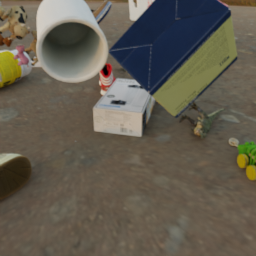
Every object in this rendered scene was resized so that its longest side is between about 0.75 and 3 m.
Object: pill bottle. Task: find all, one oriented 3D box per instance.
[{"bbox_3d":[-5.521,-2.532,12.119,1.436,1.436,2.513,15,33,24],"label":"pill bottle"}]

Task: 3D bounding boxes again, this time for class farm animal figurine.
[{"bbox_3d":[-3.088,-2.762,8.044,0.944,1.791,1.811,-22,-14,23],"label":"farm animal figurine"}]

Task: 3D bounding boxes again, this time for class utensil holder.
[{"bbox_3d":[-1.534,-2.423,7.291,1.678,1.678,1.975,-8,45,-13],"label":"utensil holder"}]

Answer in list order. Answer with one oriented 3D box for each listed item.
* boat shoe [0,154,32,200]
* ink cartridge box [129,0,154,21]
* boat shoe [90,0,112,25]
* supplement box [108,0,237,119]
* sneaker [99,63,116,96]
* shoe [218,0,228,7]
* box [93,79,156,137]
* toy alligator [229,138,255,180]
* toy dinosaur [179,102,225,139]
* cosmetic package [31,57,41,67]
[{"bbox_3d":[-3.463,1.314,5.799,0.951,1.056,2.926,11,27,32],"label":"boat shoe"},{"bbox_3d":[0.814,-3.220,7.391,1.795,1.051,0.604,-4,3,-14],"label":"ink cartridge box"},{"bbox_3d":[-1.556,-4.166,10.762,2.153,0.779,0.778,-40,13,22],"label":"boat shoe"},{"bbox_3d":[1.068,-1.567,6.062,1.365,2.034,2.032,50,11,25],"label":"supplement box"},{"bbox_3d":[-0.842,-2.262,11.845,0.829,1.222,2.116,-5,30,-8],"label":"sneaker"},{"bbox_3d":[1.651,-2.683,8.339,0.998,2.793,1.270,6,38,-54],"label":"shoe"},{"bbox_3d":[-0.013,-0.814,9.675,1.619,0.835,2.776,7,30,13],"label":"box"},{"bbox_3d":[3.214,0.676,7.242,0.694,0.635,2.340,-3,30,-6],"label":"toy alligator"},{"bbox_3d":[2.344,-0.313,9.119,1.044,0.562,2.370,30,38,19],"label":"toy dinosaur"},{"bbox_3d":[-4.536,-3.528,15.020,1.193,0.308,0.899,0,28,0],"label":"cosmetic package"}]
